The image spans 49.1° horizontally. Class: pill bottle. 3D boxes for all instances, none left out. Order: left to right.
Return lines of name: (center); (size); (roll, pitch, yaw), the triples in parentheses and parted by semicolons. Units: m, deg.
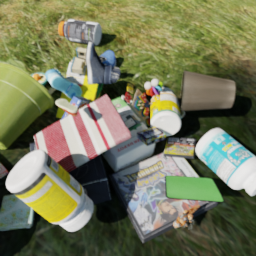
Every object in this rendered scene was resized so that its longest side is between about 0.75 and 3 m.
pill bottle: (-1.992, 1.743, 7.500); (1.269, 2.221, 1.269); (-27, 31, 18)
pill bottle: (-2.871, -5.672, 16.520); (2.378, 1.263, 1.263); (13, 48, 11)
pill bottle: (1.474, -0.733, 11.278); (1.163, 1.163, 2.062); (3, 41, 3)
pill bottle: (3.683, 1.226, 9.943); (1.362, 1.362, 2.459); (-27, 52, -23)

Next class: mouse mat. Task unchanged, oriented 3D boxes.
mouse mat: (1.992, 1.877, 8.791); (1.664, 0.078, 2.068); (3, 10, 7)

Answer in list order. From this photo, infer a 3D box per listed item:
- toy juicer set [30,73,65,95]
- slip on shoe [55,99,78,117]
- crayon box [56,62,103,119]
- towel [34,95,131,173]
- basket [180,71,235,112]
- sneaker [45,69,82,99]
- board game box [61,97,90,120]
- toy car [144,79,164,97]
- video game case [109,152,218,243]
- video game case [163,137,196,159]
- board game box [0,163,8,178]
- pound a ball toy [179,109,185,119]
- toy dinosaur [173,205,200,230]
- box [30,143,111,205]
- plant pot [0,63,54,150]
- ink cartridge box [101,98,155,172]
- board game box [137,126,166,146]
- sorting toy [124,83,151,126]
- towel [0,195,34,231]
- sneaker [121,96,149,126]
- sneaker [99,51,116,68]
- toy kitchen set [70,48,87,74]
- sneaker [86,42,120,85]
toy juicer set: (-4.450, -2.140, 13.560); (2.448, 0.666, 1.558); (1, 48, 3)
slip on shoe: (-1.840, -0.604, 8.353); (0.905, 0.277, 0.335); (30, 50, 28)
crayon box: (-2.081, -1.457, 12.258); (1.585, 0.634, 2.496); (17, 93, 15)
towel: (-1.539, 0.290, 9.000); (2.920, 0.332, 2.103); (-29, 48, -1)
basket: (3.146, -1.390, 11.244); (1.971, 1.341, 1.777); (6, 68, 7)
sneaker: (-2.661, -1.850, 11.476); (0.662, 1.665, 1.087); (-49, 53, 4)
board game box: (-2.044, -0.576, 10.729); (0.325, 1.277, 1.886); (29, 7, -1)
toy car: (1.048, -1.535, 11.120); (0.754, 0.659, 0.565); (-20, 59, 30)
video game case: (1.158, 2.156, 9.751); (2.887, 0.368, 2.609); (-20, 50, -18)
video game case: (1.970, 0.745, 10.620); (1.102, 0.141, 0.996); (3, 39, 18)
board game box: (-4.942, 1.582, 10.416); (0.797, 0.185, 0.604); (35, 56, 28)
pound a ball toy: (1.929, -0.420, 11.996); (0.389, 0.916, 0.598); (51, 52, -12)
toy dinosaur: (1.790, 2.709, 8.446); (0.996, 0.676, 0.509); (-21, 48, -2)
box: (-1.984, 1.491, 9.594); (2.262, 1.426, 2.301); (-15, 48, -8)
plant pot: (-4.864, -0.649, 11.117); (2.761, 2.761, 2.622); (19, 64, 17)
ink cartridge box: (-0.369, 0.219, 10.920); (1.838, 1.061, 2.516); (-26, 58, -24)
board game box: (0.822, 0.288, 10.032); (0.817, 0.232, 0.675); (-18, 34, -25)
sorting toy: (0.554, -0.980, 11.166); (0.324, 1.918, 0.925); (-12, 45, 37)
towel: (-3.660, 2.742, 9.246); (1.076, 0.303, 1.257); (-5, 47, -5)
sneaker: (0.254, -0.771, 12.222); (0.674, 0.792, 1.791); (-35, 56, -30)
sneaker: (-1.434, -3.208, 14.198); (1.066, 1.210, 2.714); (22, 51, 15)
toy kitchen set: (-2.245, -2.657, 12.269); (0.912, 1.549, 1.241); (11, 67, 2)
sneaker: (-0.877, -2.271, 10.017); (1.215, 1.682, 0.639); (3, 47, 2)
